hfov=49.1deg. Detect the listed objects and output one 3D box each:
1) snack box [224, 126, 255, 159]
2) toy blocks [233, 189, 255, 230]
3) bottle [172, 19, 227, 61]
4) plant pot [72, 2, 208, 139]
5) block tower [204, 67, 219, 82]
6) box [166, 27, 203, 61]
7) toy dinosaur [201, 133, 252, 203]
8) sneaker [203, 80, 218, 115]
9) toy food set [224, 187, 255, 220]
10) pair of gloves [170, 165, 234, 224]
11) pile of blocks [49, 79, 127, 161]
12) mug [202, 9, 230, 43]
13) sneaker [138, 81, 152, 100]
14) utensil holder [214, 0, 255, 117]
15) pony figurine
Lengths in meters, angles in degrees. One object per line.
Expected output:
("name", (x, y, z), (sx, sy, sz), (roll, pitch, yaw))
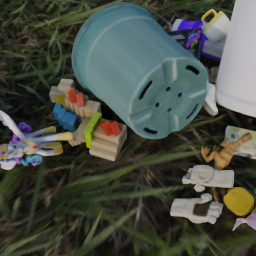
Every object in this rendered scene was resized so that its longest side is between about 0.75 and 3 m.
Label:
("snack box", (3.139, 0.410, 7.187), (1.258, 0.233, 0.731), (13, 53, 10))
("toy blocks", (3.428, 1.041, 5.425), (2.576, 2.320, 2.756), (-44, 101, -26))
("bottle", (2.810, -2.943, 9.394), (2.744, 0.896, 1.146), (27, 61, 19))
("plant pot", (0.328, -1.247, 6.683), (2.650, 2.650, 2.596), (-21, 44, -16))
("block tower", (2.511, -1.640, 8.600), (1.350, 0.365, 0.390), (2, 33, 7))
("box", (1.607, -2.231, 8.565), (1.156, 0.292, 1.617), (5, 80, 31))
("toy dinosaur", (2.114, 0.771, 6.435), (1.804, 0.545, 0.958), (-60, 25, 4))
("sneaker", (1.983, -0.834, 6.915), (0.461, 0.404, 1.150), (-20, 59, 2))
("toy food set", (2.400, 1.585, 6.059), (0.888, 0.290, 0.522), (41, 90, -17))
("pair of gloves", (1.577, 1.371, 6.036), (1.143, 0.236, 1.344), (2, 51, 43))
("pile of blocks", (-1.283, -0.362, 7.357), (2.986, 0.928, 1.226), (37, 60, 26))
("mug", (2.698, -3.067, 8.578), (0.750, 0.732, 0.914), (-37, 45, 23))
("sneaker", (-0.168, -1.529, 8.032), (2.549, 0.904, 1.056), (25, 56, 39))
("utensil holder", (3.588, -1.967, 6.652), (2.548, 2.998, 2.548), (6, 22, -2))
("pony figurine", (-2.409, 0.324, 6.577), (1.694, 1.411, 1.635), (-9, 16, -39))
